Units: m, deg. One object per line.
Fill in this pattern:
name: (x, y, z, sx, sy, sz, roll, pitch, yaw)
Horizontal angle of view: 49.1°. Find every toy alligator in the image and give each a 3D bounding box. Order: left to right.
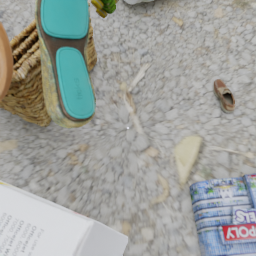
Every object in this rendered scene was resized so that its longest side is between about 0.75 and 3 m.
toy alligator: (-0.372, -2.092, 4.453, 0.297, 1.236, 0.410, 38, 93, 7)

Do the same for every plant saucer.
plant saucer: (-2.846, -1.191, 4.367, 2.142, 2.142, 0.346, 14, 27, 8)

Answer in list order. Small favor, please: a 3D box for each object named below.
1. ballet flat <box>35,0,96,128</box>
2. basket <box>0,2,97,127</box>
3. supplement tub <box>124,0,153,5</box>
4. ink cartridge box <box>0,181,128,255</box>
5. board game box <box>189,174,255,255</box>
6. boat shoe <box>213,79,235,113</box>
ballet flat: (-1.039, -1.218, 4.374, 0.891, 0.891, 2.521, -7, 84, -4)
basket: (-2.406, -1.949, 7.276, 2.104, 2.196, 2.948, 25, 64, 13)
supplement tub: (0.977, -5.477, 9.392, 2.688, 1.954, 1.954, -32, 65, -17)
ink cartridge box: (-1.610, 1.589, 3.127, 2.603, 1.917, 1.883, 15, 69, 18)
board game box: (2.663, 2.162, 5.802, 2.312, 0.713, 2.311, -4, 60, -2)
boat shoe: (2.687, -0.942, 7.736, 0.415, 0.394, 1.096, -12, 61, -7)
